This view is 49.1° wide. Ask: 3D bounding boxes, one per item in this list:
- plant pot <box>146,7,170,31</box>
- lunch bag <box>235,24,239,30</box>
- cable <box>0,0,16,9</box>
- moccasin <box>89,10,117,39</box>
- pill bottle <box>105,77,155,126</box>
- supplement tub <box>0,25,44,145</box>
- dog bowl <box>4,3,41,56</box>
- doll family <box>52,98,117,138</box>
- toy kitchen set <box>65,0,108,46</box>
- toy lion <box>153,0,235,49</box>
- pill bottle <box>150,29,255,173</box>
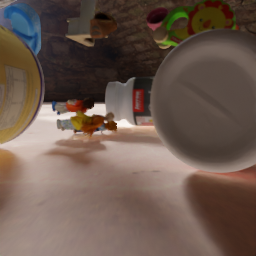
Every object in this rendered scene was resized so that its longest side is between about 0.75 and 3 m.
[{"bbox_3d":[1.308,-4.257,11.425,0.938,0.938,0.839,3,-25,26],"label":"plant pot"},{"bbox_3d":[2.627,-2.305,8.039,1.093,1.241,0.509,-27,38,-21],"label":"lunch bag"},{"bbox_3d":[-3.701,-3.218,7.080,1.680,0.582,1.681,-33,29,-22],"label":"cable"},{"bbox_3d":[-0.679,-2.810,7.433,0.588,0.620,1.607,3,29,16],"label":"moccasin"},{"bbox_3d":[0.662,-0.748,8.043,2.433,1.409,1.409,0,6,11],"label":"pill bottle"},{"bbox_3d":[-2.409,-0.570,3.489,2.072,2.072,2.850,0,6,-1],"label":"supplement tub"},{"bbox_3d":[-3.276,-3.052,8.883,1.053,1.889,0.468,27,53,5],"label":"dog bowl"},{"bbox_3d":[-0.835,-0.096,6.172,1.068,0.776,1.721,-5,-13,18],"label":"doll family"},{"bbox_3d":[-1.292,-4.195,11.193,1.748,1.426,1.577,8,3,26],"label":"toy kitchen set"},{"bbox_3d":[1.473,-2.171,6.043,1.458,1.397,0.500,36,7,23],"label":"toy lion"},{"bbox_3d":[1.649,-0.391,4.030,1.578,1.578,2.723,5,9,37],"label":"pill bottle"}]
